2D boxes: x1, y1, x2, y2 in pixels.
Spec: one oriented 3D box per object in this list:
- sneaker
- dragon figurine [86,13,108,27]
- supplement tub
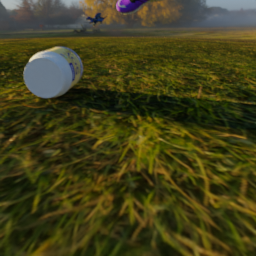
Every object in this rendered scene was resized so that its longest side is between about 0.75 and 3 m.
[{"bbox_3d":[0.263,-2.750,5.657,1.171,0.407,0.583,-19,-13,10],"label":"sneaker"},{"bbox_3d":[-1.145,-4.220,10.809,1.063,0.313,0.528,-26,7,-19],"label":"dragon figurine"},{"bbox_3d":[-3.274,-2.489,12.484,1.967,1.967,2.706,2,22,5],"label":"supplement tub"}]
